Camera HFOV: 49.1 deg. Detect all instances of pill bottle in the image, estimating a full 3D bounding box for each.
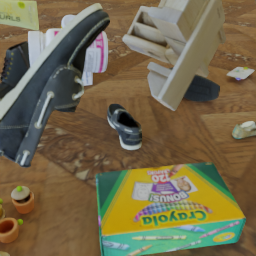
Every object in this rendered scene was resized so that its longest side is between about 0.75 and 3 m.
[{"bbox_3d":[-1.632,-2.102,7.671,2.014,1.142,1.142,-3,34,-16],"label":"pill bottle"},{"bbox_3d":[-2.176,-3.679,10.606,0.675,0.675,1.236,-10,-6,-14],"label":"pill bottle"}]

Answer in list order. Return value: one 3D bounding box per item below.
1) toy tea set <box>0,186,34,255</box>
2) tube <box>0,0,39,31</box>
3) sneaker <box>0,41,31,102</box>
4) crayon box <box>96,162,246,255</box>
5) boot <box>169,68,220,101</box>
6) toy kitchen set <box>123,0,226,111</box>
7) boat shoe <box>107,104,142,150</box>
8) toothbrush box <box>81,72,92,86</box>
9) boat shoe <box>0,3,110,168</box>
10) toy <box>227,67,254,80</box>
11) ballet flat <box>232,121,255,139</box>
[{"bbox_3d":[-2.650,1.822,5.451,1.162,0.723,1.954,6,35,9],"label":"toy tea set"},{"bbox_3d":[-1.712,-1.544,3.684,1.056,0.306,0.274,-7,48,-36],"label":"tube"},{"bbox_3d":[-4.306,-1.964,10.001,2.507,1.331,0.937,-43,39,-20],"label":"sneaker"},{"bbox_3d":[0.721,1.600,5.718,2.658,0.774,1.578,-5,35,-7],"label":"crayon box"},{"bbox_3d":[2.349,-1.867,10.760,2.520,0.976,1.743,17,33,21],"label":"boot"},{"bbox_3d":[0.462,-1.919,6.276,2.470,2.233,2.737,29,3,27],"label":"toy kitchen set"},{"bbox_3d":[-0.111,-0.250,8.512,0.789,0.743,2.197,-11,34,-14],"label":"boat shoe"},{"bbox_3d":[-2.443,-2.235,11.392,1.759,0.750,1.288,-8,35,-15],"label":"toothbrush box"},{"bbox_3d":[-1.173,-0.696,4.624,0.987,2.920,1.049,37,-1,-10],"label":"boat shoe"},{"bbox_3d":[4.736,-2.236,11.798,0.727,0.298,1.262,23,42,34],"label":"toy"},{"bbox_3d":[3.787,-0.021,8.396,1.416,0.500,0.500,-11,36,-15],"label":"ballet flat"}]
